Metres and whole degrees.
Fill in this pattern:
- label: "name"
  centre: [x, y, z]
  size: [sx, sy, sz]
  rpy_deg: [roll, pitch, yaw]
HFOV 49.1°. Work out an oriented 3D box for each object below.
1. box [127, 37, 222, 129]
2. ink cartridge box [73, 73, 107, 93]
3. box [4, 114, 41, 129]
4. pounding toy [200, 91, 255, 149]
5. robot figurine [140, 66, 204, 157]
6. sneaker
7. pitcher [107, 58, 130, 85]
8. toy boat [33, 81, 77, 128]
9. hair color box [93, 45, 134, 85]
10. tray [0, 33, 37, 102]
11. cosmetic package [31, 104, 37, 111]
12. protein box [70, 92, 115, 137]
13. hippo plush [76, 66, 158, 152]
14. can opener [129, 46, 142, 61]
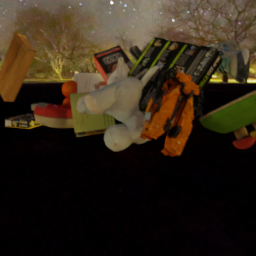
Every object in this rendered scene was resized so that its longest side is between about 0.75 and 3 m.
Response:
- label: "box"
  centre: [1.098, -1.455, 8.563]
  size: [2.514, 2.603, 0.619]
  rpy_deg: [26, -10, 43]
- label: "ink cartridge box"
  centre: [-0.769, -1.353, 11.849]
  size: [2.770, 1.155, 2.011]
  rpy_deg: [4, -17, 9]
- label: "box"
  centre: [-3.825, -0.281, 10.810]
  size: [1.107, 0.342, 1.386]
  rpy_deg: [2, 12, 20]
- label: "pounding toy"
  centre: [3.184, -0.252, 6.810]
  size: [2.585, 1.200, 1.996]
  rpy_deg: [-26, -6, 16]
- label: "robot figurine"
  centre: [1.065, -0.449, 6.623]
  size: [1.481, 2.042, 0.594]
  rpy_deg: [36, -28, -22]
- label: "sneaker"
  centre: [3.200, -2.178, 9.387]
  size: [1.214, 1.091, 2.811]
  rpy_deg: [-2, 27, 4]
- label: "pitcher"
  centre: [-0.303, -1.591, 8.656]
  size: [0.598, 0.986, 0.846]
  rpy_deg: [14, -21, 16]
- label: "toy boat"
  centre: [-2.045, -0.874, 10.024]
  size: [1.623, 1.626, 2.487]
  rpy_deg: [11, 9, 41]
- label: "hair color box"
  centre: [-0.320, -1.997, 10.376]
  size: [1.149, 0.693, 2.264]
  rpy_deg: [-24, 59, -13]
- label: "tray"
  centre: [-2.861, -1.485, 7.012]
  size: [0.286, 1.543, 0.761]
  rpy_deg: [1, 43, -52]
- label: "cosmetic package"
  centre: [-4.666, -1.072, 14.652]
  size: [0.761, 0.343, 0.406]
  rpy_deg: [9, 18, 27]
- label: "protein box"
  centre: [-1.027, -0.408, 8.148]
  size: [1.142, 1.134, 0.771]
  rpy_deg: [-8, -9, -8]
- label: "hippo plush"
  centre: [-0.114, -0.345, 7.132]
  size: [2.055, 1.653, 1.637]
  rpy_deg: [-25, 11, -10]
- label: "can opener"
  centre: [0.575, -2.235, 10.021]
  size: [0.406, 1.543, 0.513]
  rpy_deg: [-3, 43, 53]
